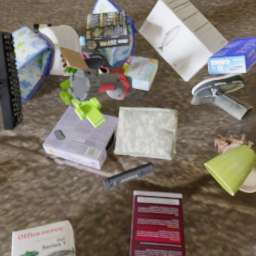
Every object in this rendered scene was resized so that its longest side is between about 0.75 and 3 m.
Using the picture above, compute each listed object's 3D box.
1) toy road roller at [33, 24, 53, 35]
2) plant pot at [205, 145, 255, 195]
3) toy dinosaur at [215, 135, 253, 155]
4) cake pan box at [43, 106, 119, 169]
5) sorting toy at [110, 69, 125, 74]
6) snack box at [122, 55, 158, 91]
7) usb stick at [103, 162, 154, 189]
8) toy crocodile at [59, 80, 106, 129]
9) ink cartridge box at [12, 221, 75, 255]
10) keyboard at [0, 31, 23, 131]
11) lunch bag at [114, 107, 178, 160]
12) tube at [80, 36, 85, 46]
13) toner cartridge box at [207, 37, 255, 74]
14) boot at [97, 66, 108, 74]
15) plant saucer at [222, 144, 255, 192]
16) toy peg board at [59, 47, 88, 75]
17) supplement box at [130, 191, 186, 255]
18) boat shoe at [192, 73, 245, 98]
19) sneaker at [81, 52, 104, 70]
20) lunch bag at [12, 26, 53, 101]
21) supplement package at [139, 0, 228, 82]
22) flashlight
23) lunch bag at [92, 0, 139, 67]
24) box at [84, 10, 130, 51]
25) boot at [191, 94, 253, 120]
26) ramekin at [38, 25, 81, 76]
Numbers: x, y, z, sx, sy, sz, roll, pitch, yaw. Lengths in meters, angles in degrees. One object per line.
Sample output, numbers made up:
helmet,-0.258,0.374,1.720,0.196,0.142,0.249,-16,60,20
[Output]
toy road roller,-4.451,-4.780,15.168,1.025,1.218,1.668,0,86,0
plant pot,2.664,0.950,6.999,1.062,0.993,0.993,-40,56,1
toy dinosaur,3.959,0.832,10.393,1.084,0.687,1.600,-37,71,-19
cake pan box,-1.674,0.295,10.852,2.394,0.626,2.205,14,53,12
sorting toy,-0.904,-1.726,10.929,1.862,0.646,0.641,-21,91,-12
snack box,0.502,-2.659,13.413,1.496,0.600,1.773,13,51,13
usb stick,0.038,1.450,8.542,1.643,0.456,0.268,-17,51,-18
toy crocodile,-1.660,-0.890,9.946,0.827,0.756,2.450,-41,66,-12
ink cartridge box,-2.236,3.831,7.551,1.622,0.936,2.220,-10,50,-9
keyboard,-3.786,-1.455,8.837,0.384,2.995,1.798,-1,15,1
lunch bag,0.566,0.146,7.565,1.603,0.942,1.314,4,84,24
tube,-1.722,-4.960,15.411,2.023,0.783,0.510,-21,72,-21
toner cartridge box,3.540,-2.360,8.965,1.114,0.506,2.346,5,31,39
boot,-1.193,-2.491,12.979,0.496,1.038,1.374,-17,51,-14
plant saucer,3.261,1.112,7.927,0.210,1.425,1.425,-16,50,-29
toy peg board,-2.008,-2.300,9.921,0.927,0.454,0.923,2,52,-53
supplement box,0.828,3.299,8.063,1.528,0.855,2.808,4,48,3
boat shoe,3.123,-1.384,9.668,1.758,0.665,0.530,-21,55,13
sneaker,-2.404,-3.389,14.026,2.391,0.839,0.981,3,35,-4
lunch bag,-4.703,-2.967,12.428,2.293,1.718,2.696,42,99,30
supplement package,2.155,-3.586,11.025,2.827,1.652,1.658,47,50,2
flashlight,-0.766,-1.257,8.768,0.951,0.954,2.809,58,27,4
lunch bag,-0.721,-4.800,13.727,1.654,2.596,2.207,-32,67,-23
box,-0.784,-3.704,10.509,1.610,0.491,1.998,-5,48,0
boot,4.003,-0.979,11.986,1.856,0.741,2.041,-30,62,-21
ramekin,-3.282,-3.520,12.858,1.205,2.296,2.296,-16,47,-42
